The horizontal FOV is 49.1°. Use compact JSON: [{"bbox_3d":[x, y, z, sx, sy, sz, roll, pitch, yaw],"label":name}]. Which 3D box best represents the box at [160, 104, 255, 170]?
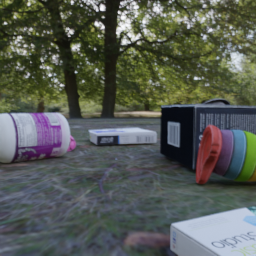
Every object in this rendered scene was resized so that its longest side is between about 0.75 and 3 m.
[{"bbox_3d":[2.456,0.153,7.752,2.529,1.595,2.573,-1,4,-11],"label":"box"}]

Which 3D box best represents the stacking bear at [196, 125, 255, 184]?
[{"bbox_3d":[2.375,0.613,5.409,1.857,1.128,1.056,12,38,5],"label":"stacking bear"}]

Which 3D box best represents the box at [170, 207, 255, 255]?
[{"bbox_3d":[1.356,1.148,2.387,1.251,0.315,1.733,-2,5,-26],"label":"box"}]

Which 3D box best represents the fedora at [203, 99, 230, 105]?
[{"bbox_3d":[4.030,-0.173,13.310,2.580,2.282,1.165,-25,44,-10],"label":"fedora"}]

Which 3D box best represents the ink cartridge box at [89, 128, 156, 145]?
[{"bbox_3d":[-0.372,0.372,12.616,2.578,0.613,2.609,-3,1,-14],"label":"ink cartridge box"}]

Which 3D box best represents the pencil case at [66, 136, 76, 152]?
[{"bbox_3d":[-2.302,0.544,10.339,0.601,0.582,1.283,-34,9,-11],"label":"pencil case"}]

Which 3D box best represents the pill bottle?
[{"bbox_3d":[-3.040,0.270,8.001,2.450,1.375,1.375,-4,5,-41],"label":"pill bottle"}]
